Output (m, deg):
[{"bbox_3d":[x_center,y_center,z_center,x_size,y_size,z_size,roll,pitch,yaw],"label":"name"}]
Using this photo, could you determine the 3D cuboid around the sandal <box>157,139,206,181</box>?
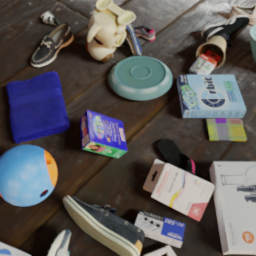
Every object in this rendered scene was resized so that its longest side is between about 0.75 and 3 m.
[{"bbox_3d":[1.809,1.255,9.634,0.904,0.542,2.407,-24,59,-20],"label":"sandal"}]

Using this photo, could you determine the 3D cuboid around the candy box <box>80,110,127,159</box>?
[{"bbox_3d":[-0.866,0.243,9.826,1.559,0.600,1.318,18,46,-35],"label":"candy box"}]

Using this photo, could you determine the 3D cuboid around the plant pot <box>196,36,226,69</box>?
[{"bbox_3d":[3.808,-3.452,12.445,1.255,1.255,1.149,24,51,15],"label":"plant pot"}]

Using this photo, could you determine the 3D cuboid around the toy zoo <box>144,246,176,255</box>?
[{"bbox_3d":[0.586,4.498,7.590,2.909,0.298,1.909,-16,55,-11],"label":"toy zoo"}]

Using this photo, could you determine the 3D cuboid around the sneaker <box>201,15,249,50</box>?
[{"bbox_3d":[4.835,-4.406,13.274,2.427,0.887,1.358,-19,61,-3],"label":"sneaker"}]

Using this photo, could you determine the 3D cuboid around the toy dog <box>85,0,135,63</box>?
[{"bbox_3d":[-0.949,-3.834,11.870,1.647,2.360,2.288,27,61,-2],"label":"toy dog"}]

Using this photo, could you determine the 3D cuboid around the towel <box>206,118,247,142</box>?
[{"bbox_3d":[3.736,0.080,10.659,1.431,0.163,1.028,0,56,1],"label":"towel"}]

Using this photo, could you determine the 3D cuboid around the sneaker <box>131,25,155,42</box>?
[{"bbox_3d":[0.643,-4.747,13.608,1.503,0.561,0.606,26,61,17],"label":"sneaker"}]

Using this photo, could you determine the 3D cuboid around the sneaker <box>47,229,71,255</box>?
[{"bbox_3d":[-1.873,4.048,7.758,1.000,0.899,2.317,15,64,-4],"label":"sneaker"}]

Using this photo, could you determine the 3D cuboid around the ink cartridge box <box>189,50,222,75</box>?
[{"bbox_3d":[3.380,-2.807,12.210,0.766,0.354,1.406,37,84,22],"label":"ink cartridge box"}]

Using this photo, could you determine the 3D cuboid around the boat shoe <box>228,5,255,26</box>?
[{"bbox_3d":[6.336,-5.718,14.091,2.357,0.817,0.835,10,57,7],"label":"boat shoe"}]

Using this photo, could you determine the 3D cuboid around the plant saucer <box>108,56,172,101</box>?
[{"bbox_3d":[0.515,-2.253,11.897,2.753,0.377,2.753,-1,49,1],"label":"plant saucer"}]

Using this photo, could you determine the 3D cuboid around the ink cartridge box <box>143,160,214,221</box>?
[{"bbox_3d":[1.520,1.903,8.866,2.024,0.683,1.179,23,89,15],"label":"ink cartridge box"}]

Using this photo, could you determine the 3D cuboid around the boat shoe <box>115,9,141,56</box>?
[{"bbox_3d":[-0.135,-4.320,13.197,0.939,0.937,2.594,-24,65,10],"label":"boat shoe"}]

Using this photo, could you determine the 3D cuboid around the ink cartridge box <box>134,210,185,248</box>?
[{"bbox_3d":[0.936,3.030,8.481,1.459,0.322,0.686,16,34,10],"label":"ink cartridge box"}]

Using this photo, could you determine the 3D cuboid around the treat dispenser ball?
[{"bbox_3d":[-3.181,1.471,8.743,1.890,1.890,1.890,0,57,0],"label":"treat dispenser ball"}]

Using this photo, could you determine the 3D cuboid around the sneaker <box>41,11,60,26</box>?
[{"bbox_3d":[-3.927,-5.395,14.107,0.590,0.494,1.334,-35,54,-21],"label":"sneaker"}]

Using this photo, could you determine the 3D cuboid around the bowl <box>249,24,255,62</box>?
[{"bbox_3d":[6.522,-3.445,12.063,2.706,1.415,2.706,-4,45,4],"label":"bowl"}]

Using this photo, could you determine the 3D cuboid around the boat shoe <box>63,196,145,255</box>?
[{"bbox_3d":[-0.749,2.794,8.367,2.812,1.049,0.875,26,49,20],"label":"boat shoe"}]

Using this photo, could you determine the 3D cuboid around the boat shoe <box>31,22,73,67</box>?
[{"bbox_3d":[-3.517,-3.853,12.864,0.993,0.811,2.688,30,62,18],"label":"boat shoe"}]

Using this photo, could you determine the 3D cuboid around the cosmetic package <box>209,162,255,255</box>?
[{"bbox_3d":[3.851,2.437,8.788,2.108,0.722,2.796,-1,57,2],"label":"cosmetic package"}]

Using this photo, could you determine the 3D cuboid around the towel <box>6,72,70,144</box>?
[{"bbox_3d":[-3.540,-0.829,10.991,2.146,0.720,2.906,-17,57,-7],"label":"towel"}]

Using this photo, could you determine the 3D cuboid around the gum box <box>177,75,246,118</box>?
[{"bbox_3d":[3.266,-1.296,11.276,2.349,0.523,1.996,0,53,-2],"label":"gum box"}]

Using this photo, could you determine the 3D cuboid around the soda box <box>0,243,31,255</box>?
[{"bbox_3d":[-3.787,3.654,7.986,2.167,0.690,0.738,17,58,11],"label":"soda box"}]
